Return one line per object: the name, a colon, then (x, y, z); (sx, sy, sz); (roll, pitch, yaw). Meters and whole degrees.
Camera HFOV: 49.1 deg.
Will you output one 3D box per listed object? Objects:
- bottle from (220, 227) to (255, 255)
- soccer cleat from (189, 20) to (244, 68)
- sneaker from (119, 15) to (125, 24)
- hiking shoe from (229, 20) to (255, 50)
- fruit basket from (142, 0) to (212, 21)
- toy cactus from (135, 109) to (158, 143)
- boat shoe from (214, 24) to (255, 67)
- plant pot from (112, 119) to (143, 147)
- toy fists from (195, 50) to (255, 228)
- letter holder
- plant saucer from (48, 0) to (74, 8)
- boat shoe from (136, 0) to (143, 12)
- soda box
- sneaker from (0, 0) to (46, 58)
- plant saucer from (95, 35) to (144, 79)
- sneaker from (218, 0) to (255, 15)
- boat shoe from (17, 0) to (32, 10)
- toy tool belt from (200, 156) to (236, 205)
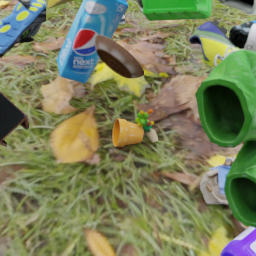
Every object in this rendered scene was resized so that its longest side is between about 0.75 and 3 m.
bottle: (3.024, 2.185, 5.726); (2.522, 1.054, 0.823); (-25, 51, -23)
soccer cleat: (2.680, -1.929, 7.844); (1.060, 0.820, 2.535); (-36, 63, 11)
sneaker: (-0.794, -5.241, 13.334); (1.276, 0.507, 0.501); (-3, 47, -1)
hiking shoe: (4.081, -2.281, 7.625); (1.177, 1.010, 2.715); (-31, 54, -11)
fruit basket: (1.028, -2.778, 5.721); (1.482, 1.069, 1.482); (-2, 23, 1)
toy cactus: (0.601, -0.046, 8.140); (0.593, 1.160, 0.957); (-30, 87, -1)
boat shoe: (2.299, -1.329, 5.829); (0.999, 2.342, 0.865); (23, 79, 8)
plant pot: (0.007, 0.157, 7.960); (0.726, 0.793, 0.793); (4, 44, -18)
toy fists: (1.462, 0.106, 3.200); (0.686, 1.996, 1.017); (-9, 21, 42)
letter holder: (-3.300, -0.537, 5.360); (2.523, 1.794, 1.269); (45, 74, -8)
plant saucer: (-1.331, -4.292, 8.356); (1.877, 0.455, 1.877); (-4, 29, 42)
boat shoe: (0.653, -3.283, 7.265); (0.744, 0.756, 2.099); (-10, 4, 16)
soda box: (-1.060, -2.533, 7.641); (0.837, 2.608, 0.885); (11, 43, -32)
sneaker: (-3.320, -2.801, 8.347); (0.950, 1.110, 2.679); (29, 65, 11)
plant saucer: (-0.204, -1.191, 4.956); (1.064, 1.064, 0.195); (33, 82, 28)
sneaker: (2.021, -3.081, 5.784); (0.963, 0.806, 2.176); (-31, 64, -32)
boat shoe: (-2.743, -3.439, 7.164); (0.389, 0.321, 1.040); (-27, 65, -27)
toy tool belt: (2.620, 1.192, 6.663); (1.743, 1.071, 1.088); (-10, 47, -9)
